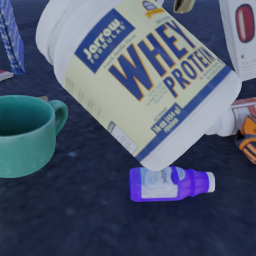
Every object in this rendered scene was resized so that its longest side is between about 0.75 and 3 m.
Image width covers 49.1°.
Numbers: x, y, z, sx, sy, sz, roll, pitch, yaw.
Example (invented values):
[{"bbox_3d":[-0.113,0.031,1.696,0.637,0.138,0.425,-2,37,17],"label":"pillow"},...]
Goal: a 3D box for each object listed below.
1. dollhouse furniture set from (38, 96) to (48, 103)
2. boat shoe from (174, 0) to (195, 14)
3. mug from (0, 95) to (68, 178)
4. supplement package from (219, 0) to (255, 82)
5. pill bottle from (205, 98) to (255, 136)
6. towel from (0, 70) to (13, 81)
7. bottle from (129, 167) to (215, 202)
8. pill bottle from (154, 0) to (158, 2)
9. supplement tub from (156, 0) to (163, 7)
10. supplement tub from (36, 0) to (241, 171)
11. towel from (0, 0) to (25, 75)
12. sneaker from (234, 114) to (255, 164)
[{"bbox_3d":[-2.495,-0.205,7.856,0.738,0.742,1.053,-15,63,-23],"label":"dollhouse furniture set"},{"bbox_3d":[2.055,-4.916,9.639,0.788,2.069,0.741,-27,56,-28],"label":"boat shoe"},{"bbox_3d":[-2.338,0.233,6.245,2.128,1.316,1.748,-4,34,-18],"label":"mug"},{"bbox_3d":[2.910,-2.630,6.221,1.537,2.702,1.480,-16,50,19],"label":"supplement package"},{"bbox_3d":[2.819,-0.273,7.562,1.620,0.909,0.909,-9,32,-15],"label":"pill bottle"},{"bbox_3d":[-6.202,-2.101,11.277,2.491,0.283,1.794,15,32,20],"label":"towel"},{"bbox_3d":[0.861,1.105,5.597,1.660,0.542,0.693,-1,31,-2],"label":"bottle"},{"bbox_3d":[0.405,-2.999,6.047,0.596,0.596,1.063,5,8,8],"label":"pill bottle"},{"bbox_3d":[0.660,-4.598,9.648,0.794,0.794,1.100,-15,53,-24],"label":"supplement tub"},{"bbox_3d":[0.103,-0.797,3.970,2.431,1.762,1.762,44,42,5],"label":"supplement tub"},{"bbox_3d":[-3.428,-3.190,8.059,0.337,2.827,2.047,-9,46,-11],"label":"towel"},{"bbox_3d":[3.492,0.069,6.830,2.187,0.848,1.225,-21,52,-32],"label":"sneaker"}]
